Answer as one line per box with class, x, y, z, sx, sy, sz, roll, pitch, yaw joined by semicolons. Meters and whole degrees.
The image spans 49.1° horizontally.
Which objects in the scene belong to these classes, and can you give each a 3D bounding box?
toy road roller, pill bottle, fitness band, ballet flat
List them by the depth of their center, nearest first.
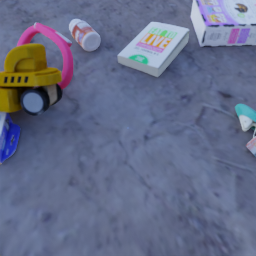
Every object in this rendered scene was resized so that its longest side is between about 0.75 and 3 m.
toy road roller;-3.378;-1.539;8.559;2.685;1.960;1.650;1;18;5
ballet flat;3.955;-0.048;8.622;0.670;0.641;1.905;-43;59;-9
fitness band;-2.929;-2.464;9.782;2.707;1.944;0.507;37;21;22
pill bottle;-1.829;-3.866;11.534;0.830;0.830;1.480;-27;56;-20

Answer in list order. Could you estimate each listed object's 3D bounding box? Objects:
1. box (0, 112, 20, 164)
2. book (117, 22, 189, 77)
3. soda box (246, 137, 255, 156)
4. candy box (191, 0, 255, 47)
box;-4.778;0.310;8.343;2.839;0.589;1.690;-5;52;-1
book;1.048;-3.229;11.238;1.787;0.643;2.675;24;57;21
soda box;4.008;0.214;7.864;0.457;1.337;0.425;51;35;15
candy box;4.378;-4.628;12.010;2.878;1.030;2.414;-2;51;-1
